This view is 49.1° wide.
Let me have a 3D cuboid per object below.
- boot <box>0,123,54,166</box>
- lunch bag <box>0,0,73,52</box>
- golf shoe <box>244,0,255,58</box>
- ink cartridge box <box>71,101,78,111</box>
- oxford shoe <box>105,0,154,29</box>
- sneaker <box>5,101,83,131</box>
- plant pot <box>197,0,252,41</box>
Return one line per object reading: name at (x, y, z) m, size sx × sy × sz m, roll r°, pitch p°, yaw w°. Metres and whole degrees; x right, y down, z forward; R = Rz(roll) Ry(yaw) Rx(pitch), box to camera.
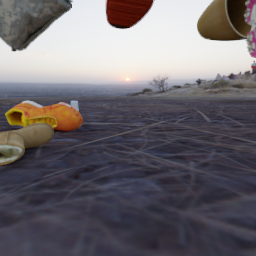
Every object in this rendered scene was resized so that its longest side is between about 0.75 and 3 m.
boot at (-1.806, 0.270, 4.730) m, size 1.174 × 0.444 × 1.341 m, roll -16°, pitch 11°, yaw -16°
lunch bag at (-2.585, -3.102, 6.864) m, size 2.062 × 1.730 × 1.437 m, roll -31°, pitch 9°, yaw 19°
golf shoe at (2.889, -2.228, 5.493) m, size 1.021 × 2.232 × 0.840 m, roll 9°, pitch -25°, yaw 2°
ink cartridge box at (-2.526, -0.975, 13.188) m, size 0.336 × 0.574 × 0.794 m, roll -2°, pitch 8°, yaw -11°
oxford shoe at (0.144, -3.405, 6.097) m, size 1.042 × 1.062 × 2.928 m, roll 7°, pitch -26°, yaw -15°
sneaker at (-2.247, -0.192, 7.508) m, size 2.333 × 0.851 × 0.900 m, roll 3°, pitch 33°, yaw 27°
plant pot at (2.703, -3.012, 7.758) m, size 1.491 × 1.491 × 1.600 m, roll -3°, pitch 2°, yaw -24°
